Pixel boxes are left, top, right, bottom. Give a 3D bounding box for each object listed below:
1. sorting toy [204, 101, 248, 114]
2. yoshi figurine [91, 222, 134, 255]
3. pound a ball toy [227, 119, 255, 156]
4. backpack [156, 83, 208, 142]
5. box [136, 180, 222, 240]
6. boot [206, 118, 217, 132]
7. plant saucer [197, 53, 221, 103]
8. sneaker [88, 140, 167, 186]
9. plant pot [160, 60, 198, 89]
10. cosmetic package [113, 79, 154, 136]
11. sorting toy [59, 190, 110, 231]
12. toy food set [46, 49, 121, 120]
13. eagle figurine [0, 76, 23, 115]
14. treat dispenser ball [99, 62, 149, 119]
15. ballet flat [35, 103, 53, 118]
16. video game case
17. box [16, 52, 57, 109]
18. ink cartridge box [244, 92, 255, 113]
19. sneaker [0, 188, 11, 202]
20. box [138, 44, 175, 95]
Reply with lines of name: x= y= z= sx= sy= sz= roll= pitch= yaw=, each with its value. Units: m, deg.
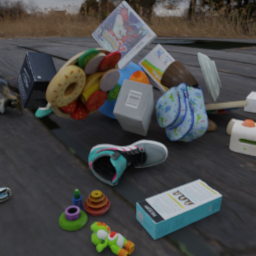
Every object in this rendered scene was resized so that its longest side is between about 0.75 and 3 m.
sorting toy: x=3.250 y=-0.748 z=11.882 sx=2.964 sy=0.397 sz=2.208 roll=-6 pitch=1 yaw=5
yoshi figurine: x=-0.381 y=2.296 z=5.627 sx=0.934 sy=0.525 sz=0.523 roll=29 pitch=75 yaw=25
pound a ball toy: x=4.548 y=0.194 z=9.562 sx=2.459 sy=1.045 sz=1.604 roll=13 pitch=27 yaw=27
backpack: x=1.799 y=-0.451 z=9.719 sx=1.316 sy=1.790 sz=1.638 roll=4 pitch=-25 yaw=-30
box: x=1.189 y=1.833 z=6.480 sx=1.906 sy=0.468 sz=0.784 roll=-12 pitch=26 yaw=-27
boot: x=3.002 y=-0.211 z=11.314 sx=0.479 sy=0.467 sz=1.269 roll=-18 pitch=29 yaw=-13
plant saucer: x=3.121 y=-1.942 z=10.512 sx=0.488 sy=1.945 sz=1.945 roll=-17 pitch=18 yaw=20
sneaker: x=-0.061 y=0.944 z=7.846 sx=2.337 sy=0.977 sz=1.411 roll=-5 pitch=18 yaw=7
plant pot: x=2.039 y=-1.787 z=10.682 sx=1.196 sy=1.118 sz=1.118 roll=40 pitch=40 yaw=22
cosmetic package: x=0.278 y=-0.608 z=9.659 sx=1.050 sy=1.244 sz=2.329 roll=16 pitch=-13 yaw=8
sorting toy: x=-1.047 y=1.793 z=6.508 sx=1.275 sy=0.523 sz=0.766 roll=-19 pitch=30 yaw=-37
toy food set: x=-1.320 y=-1.401 z=9.324 sx=2.842 sy=2.871 sz=0.698 roll=-40 pitch=65 yaw=-14
eagle figurine: x=-5.532 y=-1.358 z=12.806 sx=2.006 sy=1.514 sz=1.522 roll=26 pitch=71 yaw=22
treat dispenser ball: x=-0.310 y=-1.608 z=11.978 sx=2.505 sy=2.505 sz=2.505 roll=0 pitch=23 yaw=0
ballet flat: x=-3.670 y=-0.951 z=12.814 sx=0.533 sy=0.558 sz=1.584 roll=14 pitch=27 yaw=24
video game case: x=-0.202 y=-3.549 z=10.777 sx=2.000 sy=1.822 sz=0.230 roll=52 pitch=15 yaw=16
box: x=-3.463 y=-1.761 z=10.641 sx=0.945 sy=1.812 sz=1.341 roll=-5 pitch=65 yaw=-37
ink cartridge box: x=6.400 y=-1.098 z=12.995 sx=1.644 sy=0.681 sz=1.205 roll=15 pitch=27 yaw=31
sneaker: x=-3.431 y=1.770 z=6.913 sx=0.438 sy=0.381 sz=0.973 roll=0 pitch=12 yaw=44
box: x=1.701 y=-2.210 z=12.113 sx=2.364 sy=1.198 sz=1.330 roll=48 pitch=5 yaw=5
